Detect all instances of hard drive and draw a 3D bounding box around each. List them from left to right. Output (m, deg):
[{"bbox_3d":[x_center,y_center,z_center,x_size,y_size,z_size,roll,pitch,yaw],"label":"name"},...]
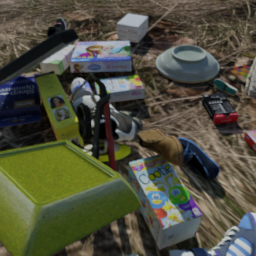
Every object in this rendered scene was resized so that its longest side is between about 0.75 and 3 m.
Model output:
[{"bbox_3d":[-2.796,-2.175,8.520,2.511,0.413,1.753,-27,18,15],"label":"hard drive"}]

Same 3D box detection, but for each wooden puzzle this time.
[{"bbox_3d":[4.367,-1.990,10.303,1.675,0.118,0.993,-13,44,-14],"label":"wooden puzzle"}]

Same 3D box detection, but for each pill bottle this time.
[{"bbox_3d":[-1.496,-1.164,8.968,0.620,0.620,1.106,-11,35,-12],"label":"pill bottle"}]

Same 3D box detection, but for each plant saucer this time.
[{"bbox_3d":[-1.137,0.781,4.234,2.083,0.499,2.080,26,23,36],"label":"plant saucer"},{"bbox_3d":[2.264,-2.594,10.614,2.425,0.609,2.425,0,42,0],"label":"plant saucer"}]

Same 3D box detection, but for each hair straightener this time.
[{"bbox_3d":[-0.848,0.199,6.227,1.069,2.778,0.568,-4,7,-2],"label":"hair straightener"}]

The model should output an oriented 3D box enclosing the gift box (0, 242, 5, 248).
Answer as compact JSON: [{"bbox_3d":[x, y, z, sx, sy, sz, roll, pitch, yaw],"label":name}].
[{"bbox_3d":[-1.798,1.581,5.187,1.190,1.111,1.098,-52,27,-14],"label":"gift box"}]

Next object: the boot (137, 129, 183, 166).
[{"bbox_3d":[0.646,0.417,5.930,0.623,0.608,1.652,-2,14,-16],"label":"boot"}]

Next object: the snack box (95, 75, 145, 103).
[{"bbox_3d":[-0.293,-1.287,9.237,1.513,0.401,1.076,-8,34,-8],"label":"snack box"}]

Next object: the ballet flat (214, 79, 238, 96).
[{"bbox_3d":[3.338,-1.385,9.553,0.312,0.312,0.899,-31,55,-29],"label":"ballet flat"}]

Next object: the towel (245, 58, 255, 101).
[{"bbox_3d":[4.717,-1.435,9.022,1.679,0.437,2.533,34,53,3],"label":"towel"}]

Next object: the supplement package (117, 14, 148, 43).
[{"bbox_3d":[0.206,-4.521,12.643,1.016,0.723,1.305,16,44,16],"label":"supplement package"}]

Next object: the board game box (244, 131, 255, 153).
[{"bbox_3d":[3.848,0.518,7.440,0.937,0.247,1.224,-10,43,-11],"label":"board game box"}]

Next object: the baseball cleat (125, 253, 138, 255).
[{"bbox_3d":[-0.184,2.682,4.947,1.118,0.390,0.595,-25,48,-24],"label":"baseball cleat"}]

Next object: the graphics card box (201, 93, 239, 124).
[{"bbox_3d":[2.803,-0.618,8.650,0.729,0.295,1.161,-7,45,-7],"label":"graphics card box"}]

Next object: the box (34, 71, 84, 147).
[{"bbox_3d":[-2.016,-0.531,8.054,0.675,1.014,2.695,-20,47,-16],"label":"box"}]

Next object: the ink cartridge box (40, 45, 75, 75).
[{"bbox_3d":[-2.598,-2.618,10.622,0.833,0.479,1.423,10,46,19],"label":"ink cartridge box"}]

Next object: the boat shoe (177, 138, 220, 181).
[{"bbox_3d":[1.601,0.733,6.949,0.485,0.595,1.414,-27,46,-32],"label":"boat shoe"}]

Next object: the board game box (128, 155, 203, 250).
[{"bbox_3d":[0.701,1.482,5.903,0.856,0.871,1.662,-15,45,-17],"label":"board game box"}]

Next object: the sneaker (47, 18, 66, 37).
[{"bbox_3d":[-3.013,-4.170,11.786,0.526,0.738,1.489,-3,70,12],"label":"sneaker"}]

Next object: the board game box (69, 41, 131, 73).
[{"bbox_3d":[-0.976,-2.732,10.599,2.149,0.442,2.144,-2,35,-1],"label":"board game box"}]

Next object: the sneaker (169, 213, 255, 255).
[{"bbox_3d":[1.563,2.255,5.059,1.533,0.843,2.093,18,51,12],"label":"sneaker"}]

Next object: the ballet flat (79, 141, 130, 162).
[{"bbox_3d":[-0.679,0.601,7.141,1.554,0.521,0.519,-11,42,-12],"label":"ballet flat"}]

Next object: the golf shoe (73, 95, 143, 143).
[{"bbox_3d":[-0.810,-0.280,7.548,2.384,0.927,1.127,21,23,30],"label":"golf shoe"}]

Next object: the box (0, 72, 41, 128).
[{"bbox_3d":[-3.585,-0.978,9.004,1.453,0.389,2.398,-10,44,-11],"label":"box"}]
